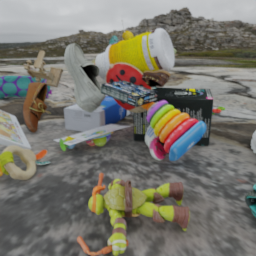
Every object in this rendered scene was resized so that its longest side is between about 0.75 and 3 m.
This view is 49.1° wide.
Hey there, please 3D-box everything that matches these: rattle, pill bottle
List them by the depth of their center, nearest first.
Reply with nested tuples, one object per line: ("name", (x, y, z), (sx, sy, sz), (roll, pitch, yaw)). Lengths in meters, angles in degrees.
("rattle", (-2.815, 1.026, 7.182), (0.966, 1.059, 1.483), (38, 11, 4))
("pill bottle", (0.173, -2.202, 8.932), (2.370, 1.295, 1.295), (-9, 12, 28))

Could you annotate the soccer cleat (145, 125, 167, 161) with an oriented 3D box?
("soccer cleat", (0.795, 0.430, 8.283), (0.712, 0.576, 1.649), (-37, 24, 32))

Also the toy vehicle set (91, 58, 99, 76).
("toy vehicle set", (-1.169, -2.256, 10.401), (0.940, 0.584, 0.125), (-32, -9, 6))

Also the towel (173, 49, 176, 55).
("towel", (0.908, -2.388, 10.266), (1.609, 0.294, 1.194), (-12, 31, 35))

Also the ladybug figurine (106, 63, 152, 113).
("ladybug figurine", (0.020, -1.162, 8.344), (1.198, 1.765, 0.635), (-41, 13, 16))

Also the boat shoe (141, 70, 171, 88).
("boat shoe", (0.658, -1.278, 7.451), (0.410, 0.410, 1.165), (29, -6, -23))

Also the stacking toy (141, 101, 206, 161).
("stacking toy", (0.941, -0.259, 7.634), (1.178, 1.246, 2.147), (-41, 70, -10))

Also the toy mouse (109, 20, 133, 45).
("toy mouse", (-0.229, -2.995, 10.838), (1.505, 1.693, 0.328), (-48, 40, -12))

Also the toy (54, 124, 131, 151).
("toy", (-1.088, 0.343, 8.742), (2.134, 0.504, 1.229), (-13, 12, -34))

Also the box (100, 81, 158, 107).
("box", (0.030, -0.919, 7.284), (1.191, 0.274, 0.947), (24, 27, 30))

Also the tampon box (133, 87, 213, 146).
("tampon box", (1.545, -0.487, 9.678), (2.480, 1.565, 1.858), (4, 19, 11))

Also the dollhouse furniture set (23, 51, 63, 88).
("dollhouse furniture set", (-2.725, -1.919, 8.930), (0.750, 0.641, 1.448), (13, -13, 8))

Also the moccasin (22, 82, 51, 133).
("moccasin", (-3.380, -0.803, 10.446), (0.841, 0.796, 2.177), (-8, 51, 7))

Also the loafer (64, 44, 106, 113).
("loafer", (-1.305, -1.699, 8.713), (0.922, 2.642, 0.924), (-33, -29, 21))

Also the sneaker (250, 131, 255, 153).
("sneaker", (4.190, 0.414, 7.664), (1.085, 1.143, 2.840), (0, 17, 5))

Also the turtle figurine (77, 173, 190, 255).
("turtle figurine", (0.082, 1.360, 5.335), (1.946, 0.777, 2.413), (-1, 18, -2))

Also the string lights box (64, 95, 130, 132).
("string lights box", (-1.116, -0.683, 11.367), (1.506, 0.864, 2.931), (8, 20, 22))

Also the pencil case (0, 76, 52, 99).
("pencil case", (-5.799, -2.240, 15.516), (2.861, 1.217, 1.322), (0, -25, -3))

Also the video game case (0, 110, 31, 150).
("video game case", (-3.671, -0.143, 7.561), (1.867, 0.214, 1.699), (30, 12, -49))

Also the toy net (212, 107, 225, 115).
("toy net", (3.170, -0.592, 11.931), (2.146, 0.414, 1.126), (-18, 28, -39))

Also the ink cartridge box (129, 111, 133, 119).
("ink cartridge box", (-0.063, -1.210, 10.415), (0.625, 1.782, 2.192), (-6, 49, 16))

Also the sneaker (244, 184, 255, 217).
("sneaker", (2.890, 1.227, 5.390), (1.311, 1.115, 2.875), (-1, 17, 9))
